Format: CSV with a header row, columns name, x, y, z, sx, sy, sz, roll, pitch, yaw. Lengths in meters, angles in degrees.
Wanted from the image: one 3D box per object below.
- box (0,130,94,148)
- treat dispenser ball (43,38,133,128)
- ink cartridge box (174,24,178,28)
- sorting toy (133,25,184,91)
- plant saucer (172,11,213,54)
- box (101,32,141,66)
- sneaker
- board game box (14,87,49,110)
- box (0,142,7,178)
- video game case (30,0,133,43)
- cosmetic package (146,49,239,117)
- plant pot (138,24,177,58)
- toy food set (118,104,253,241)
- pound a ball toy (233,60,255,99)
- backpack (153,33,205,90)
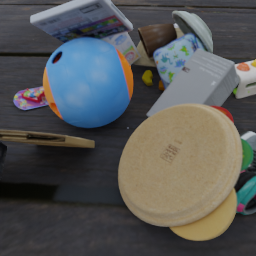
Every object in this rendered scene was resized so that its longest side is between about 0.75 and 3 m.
name,x,y,z,sx,sy,sz,roll,pitch,yaw
box,-1.877,0.290,6.655,1.705,2.086,0.222,3,83,10
treat dispenser ball,-1.111,-1.246,7.939,2.505,2.505,2.505,0,40,0
ink cartridge box,2.398,-4.271,12.924,1.644,0.681,1.205,-12,41,-14
sorting toy,1.308,-2.701,10.679,2.208,0.397,2.964,16,66,23
plant saucer,2.274,-3.237,9.339,0.488,1.945,1.945,-41,42,11
box,-0.726,-3.162,9.958,1.330,2.364,1.198,-36,56,5
sneaker,2.773,1.046,6.290,1.411,0.977,2.337,27,55,36
board game box,-3.119,-1.108,9.326,1.354,0.264,1.070,-15,47,-22
box,-3.356,0.649,5.702,1.341,1.812,0.945,10,78,-15
video game case,-1.134,-2.715,7.279,2.000,0.230,1.822,-9,-8,22
cosmetic package,1.748,-0.797,7.580,1.244,1.050,2.329,37,88,36
plant pot,1.104,-3.249,10.046,1.196,1.118,1.118,-22,41,4
toy food set,1.048,0.673,5.904,2.871,0.698,2.842,7,64,43
pound a ball toy,4.141,-2.024,9.957,2.459,1.045,1.604,-14,42,-17
backpack,1.737,-1.919,9.053,1.638,1.790,1.316,-20,0,30
